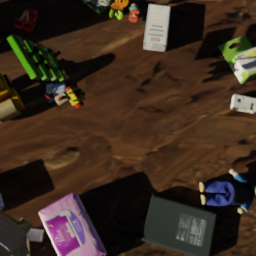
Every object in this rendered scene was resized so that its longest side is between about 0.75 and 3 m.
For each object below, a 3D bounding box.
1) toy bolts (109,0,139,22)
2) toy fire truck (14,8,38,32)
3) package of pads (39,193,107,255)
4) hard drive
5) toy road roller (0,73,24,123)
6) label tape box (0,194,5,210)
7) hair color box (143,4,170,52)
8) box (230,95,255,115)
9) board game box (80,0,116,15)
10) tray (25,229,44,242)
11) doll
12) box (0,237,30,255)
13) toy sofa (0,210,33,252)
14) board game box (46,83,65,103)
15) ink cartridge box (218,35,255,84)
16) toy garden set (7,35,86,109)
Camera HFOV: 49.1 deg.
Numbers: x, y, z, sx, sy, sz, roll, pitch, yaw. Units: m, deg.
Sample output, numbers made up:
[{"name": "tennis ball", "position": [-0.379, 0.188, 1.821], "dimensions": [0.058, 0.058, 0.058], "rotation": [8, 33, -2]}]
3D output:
[{"name": "toy bolts", "position": [-0.084, -5.485, 12.560], "dimensions": [1.318, 1.259, 0.914], "rotation": [12, 50, -13]}, {"name": "toy fire truck", "position": [-4.459, -4.799, 12.347], "dimensions": [0.341, 0.986, 1.398], "rotation": [13, 73, 3]}, {"name": "package of pads", "position": [-1.923, 3.643, 9.691], "dimensions": [1.459, 0.916, 2.422], "rotation": [-28, 75, -11]}, {"name": "hard drive", "position": [1.796, 3.507, 10.012], "dimensions": [2.373, 0.390, 1.656], "rotation": [15, 73, 5]}, {"name": "toy road roller", "position": [-5.174, -1.355, 10.973], "dimensions": [1.268, 1.506, 2.063], "rotation": [-29, 75, -9]}, {"name": "label tape box", "position": [-5.684, 2.662, 10.172], "dimensions": [1.914, 0.633, 1.372], "rotation": [-24, 73, -5]}, {"name": "hair color box", "position": [1.269, -4.427, 12.424], "dimensions": [0.998, 0.604, 1.995], "rotation": [8, 73, 2]}, {"name": "box", "position": [4.784, -0.965, 11.484], "dimensions": [1.015, 0.305, 0.592], "rotation": [14, 73, 4]}, {"name": "board game box", "position": [-1.618, -6.108, 12.987], "dimensions": [1.095, 0.245, 2.090], "rotation": [-43, 67, -10]}, {"name": "tray", "position": [-3.459, 3.850, 10.070], "dimensions": [0.774, 0.086, 0.416], "rotation": [5, 71, 1]}, {"name": "doll", "position": [3.866, 2.320, 10.301], "dimensions": [2.339, 0.567, 1.596], "rotation": [0, 70, 0]}, {"name": "box", "position": [-4.109, 4.349, 9.477], "dimensions": [1.352, 0.840, 1.004], "rotation": [-9, 78, -2]}, {"name": "toy sofa", "position": [-3.178, 2.233, 6.721], "dimensions": [0.657, 1.586, 0.774], "rotation": [2, 51, 47]}, {"name": "board game box", "position": [-3.018, -1.474, 11.716], "dimensions": [0.778, 0.169, 0.775], "rotation": [-5, 71, -2]}, {"name": "ink cartridge box", "position": [5.033, -3.114, 11.926], "dimensions": [1.496, 0.767, 2.024], "rotation": [-24, 75, -8]}, {"name": "toy garden set", "position": [-2.216, -1.651, 8.659], "dimensions": [0.553, 2.773, 2.312], "rotation": [-30, 95, 8]}]
